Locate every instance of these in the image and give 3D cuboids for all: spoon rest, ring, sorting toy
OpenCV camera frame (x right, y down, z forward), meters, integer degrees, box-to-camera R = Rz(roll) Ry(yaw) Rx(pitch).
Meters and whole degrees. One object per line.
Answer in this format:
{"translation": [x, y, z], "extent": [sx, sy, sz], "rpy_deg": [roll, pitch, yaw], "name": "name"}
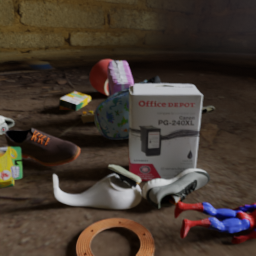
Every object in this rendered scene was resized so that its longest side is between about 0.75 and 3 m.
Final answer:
{"translation": [-0.781, 1.626, 7.193], "extent": [2.357, 0.714, 1.171], "rpy_deg": [7, 31, -20], "name": "spoon rest"}
{"translation": [-0.261, 2.417, 5.737], "extent": [1.588, 0.152, 1.588], "rpy_deg": [1, 21, 0], "name": "ring"}
{"translation": [-1.753, -0.537, 13.656], "extent": [1.071, 0.192, 1.437], "rpy_deg": [-11, 23, -14], "name": "sorting toy"}

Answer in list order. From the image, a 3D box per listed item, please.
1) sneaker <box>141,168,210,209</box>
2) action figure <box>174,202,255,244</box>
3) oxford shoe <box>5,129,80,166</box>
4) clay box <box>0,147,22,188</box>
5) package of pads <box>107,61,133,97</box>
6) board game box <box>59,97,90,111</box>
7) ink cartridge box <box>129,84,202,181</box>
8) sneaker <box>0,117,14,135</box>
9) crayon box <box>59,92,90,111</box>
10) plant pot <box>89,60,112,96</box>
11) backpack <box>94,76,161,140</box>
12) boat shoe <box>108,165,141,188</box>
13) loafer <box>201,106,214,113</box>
{"translation": [1.332, 1.621, 7.260], "extent": [1.907, 0.705, 0.756], "rpy_deg": [-14, 33, -19], "name": "sneaker"}
{"translation": [2.338, 2.031, 6.100], "extent": [2.600, 0.672, 0.850], "rpy_deg": [2, 25, -8], "name": "action figure"}
{"translation": [-2.837, 0.570, 9.067], "extent": [2.580, 0.936, 0.918], "rpy_deg": [5, 50, 14], "name": "oxford shoe"}
{"translation": [-4.008, 1.177, 7.888], "extent": [1.931, 0.459, 1.109], "rpy_deg": [-5, 56, -18], "name": "clay box"}
{"translation": [-0.378, -1.539, 12.449], "extent": [0.974, 2.575, 1.551], "rpy_deg": [-6, 52, -7], "name": "package of pads"}
{"translation": [-2.994, -1.406, 15.866], "extent": [1.059, 0.332, 2.217], "rpy_deg": [4, 23, 11], "name": "board game box"}
{"translation": [0.992, 0.138, 8.207], "extent": [1.942, 2.674, 1.115], "rpy_deg": [0, 20, 0], "name": "ink cartridge box"}
{"translation": [-5.458, 0.002, 11.200], "extent": [1.025, 0.858, 2.316], "rpy_deg": [2, 20, 10], "name": "sneaker"}
{"translation": [-2.812, -1.428, 14.860], "extent": [0.990, 0.406, 1.575], "rpy_deg": [18, 26, 13], "name": "crayon box"}
{"translation": [-1.137, -2.990, 17.734], "extent": [2.214, 2.214, 1.959], "rpy_deg": [-9, 33, -22], "name": "plant pot"}
{"translation": [0.048, -0.547, 10.790], "extent": [2.710, 2.211, 2.084], "rpy_deg": [-9, 14, 26], "name": "backpack"}
{"translation": [-0.134, 1.234, 7.187], "extent": [0.943, 0.293, 0.352], "rpy_deg": [26, 11, 16], "name": "boat shoe"}
{"translation": [4.065, -0.904, 14.510], "extent": [0.906, 0.341, 0.316], "rpy_deg": [-8, 33, -7], "name": "loafer"}
